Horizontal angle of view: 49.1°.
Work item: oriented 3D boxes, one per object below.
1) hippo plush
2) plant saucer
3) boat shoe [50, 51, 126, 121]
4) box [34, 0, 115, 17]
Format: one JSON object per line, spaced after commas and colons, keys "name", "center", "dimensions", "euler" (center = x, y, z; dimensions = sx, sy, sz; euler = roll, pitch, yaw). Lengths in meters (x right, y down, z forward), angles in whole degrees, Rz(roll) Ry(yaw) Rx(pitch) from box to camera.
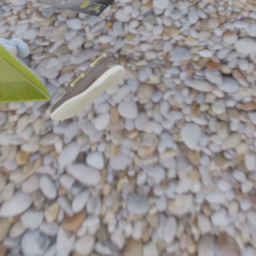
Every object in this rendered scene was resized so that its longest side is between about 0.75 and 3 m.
{"name": "hippo plush", "center": [-4.493, -2.971, 10.751], "dimensions": [1.400, 1.115, 1.126], "euler": [43, 37, 6]}
{"name": "plant saucer", "center": [-3.824, -1.465, 7.092], "dimensions": [2.876, 2.872, 0.689], "euler": [-1, 73, 12]}
{"name": "boat shoe", "center": [-1.041, -0.931, 6.501], "dimensions": [2.097, 0.753, 0.624], "euler": [-35, 75, 18]}
{"name": "box", "center": [-1.228, -4.588, 8.586], "dimensions": [2.908, 2.303, 0.703], "euler": [-17, 80, -55]}
